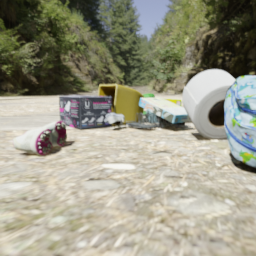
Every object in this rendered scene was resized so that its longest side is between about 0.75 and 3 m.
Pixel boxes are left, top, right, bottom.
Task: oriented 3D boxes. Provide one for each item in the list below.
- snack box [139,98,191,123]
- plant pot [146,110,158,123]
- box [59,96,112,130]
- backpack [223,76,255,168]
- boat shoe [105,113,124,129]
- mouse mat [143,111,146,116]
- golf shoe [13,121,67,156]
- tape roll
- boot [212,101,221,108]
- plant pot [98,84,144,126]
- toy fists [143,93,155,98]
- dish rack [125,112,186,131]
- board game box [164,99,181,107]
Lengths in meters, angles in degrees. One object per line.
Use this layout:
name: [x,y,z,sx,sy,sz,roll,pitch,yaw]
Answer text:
snack box: [1.359,-0.668,10.077,1.050,0.335,1.807,-6,27,-38]
plant pot: [1.290,-0.748,12.141,0.956,0.976,0.958,0,9,-7]
box: [-1.679,-0.671,10.831,1.359,1.180,2.056,-5,10,-33]
backpack: [2.804,-0.182,5.380,2.072,1.953,2.540,11,42,21]
boat shoe: [-0.379,-0.199,9.965,0.446,0.514,1.206,-24,-12,14]
mouse mat: [0.542,-0.822,15.716,2.759,0.104,2.220,-7,12,-38]
golf shoe: [-2.063,0.202,6.791,0.817,0.672,1.785,-2,7,11]
tape roll: [2.504,-0.665,7.979,1.694,1.694,1.163,-1,32,-7]
boot: [3.977,-0.470,9.546,2.344,0.895,1.969,22,20,25]
plant pot: [-0.238,-0.903,11.600,1.621,1.574,1.585,4,5,-33]
toy fists: [0.297,-1.017,13.114,2.061,0.709,1.051,-21,-4,32]
dish rack: [1.006,-0.308,10.555,2.109,0.575,1.618,-6,9,-35]
board game box: [1.919,-1.035,14.083,0.994,0.466,1.958,2,-6,-6]
